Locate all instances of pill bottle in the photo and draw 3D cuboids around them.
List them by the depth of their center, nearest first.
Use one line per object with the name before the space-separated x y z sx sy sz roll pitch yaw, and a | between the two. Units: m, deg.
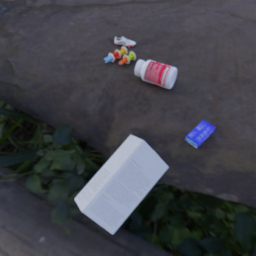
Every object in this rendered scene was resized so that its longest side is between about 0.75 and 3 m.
pill bottle | 1.236 -2.485 12.756 1.782 1.001 1.001 21 53 16

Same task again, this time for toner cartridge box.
toner cartridge box | 2.808 0.233 10.940 0.570 0.259 1.199 36 58 28

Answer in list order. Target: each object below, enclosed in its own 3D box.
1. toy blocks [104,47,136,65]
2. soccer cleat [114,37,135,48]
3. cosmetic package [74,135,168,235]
toy blocks | -0.439 -3.456 13.925 1.304 0.474 1.087 -35 57 -26
soccer cleat | -0.179 -4.585 14.870 1.144 0.487 0.393 7 50 7
cosmetic package | -0.186 1.631 8.315 2.586 1.311 0.921 -48 25 -9
